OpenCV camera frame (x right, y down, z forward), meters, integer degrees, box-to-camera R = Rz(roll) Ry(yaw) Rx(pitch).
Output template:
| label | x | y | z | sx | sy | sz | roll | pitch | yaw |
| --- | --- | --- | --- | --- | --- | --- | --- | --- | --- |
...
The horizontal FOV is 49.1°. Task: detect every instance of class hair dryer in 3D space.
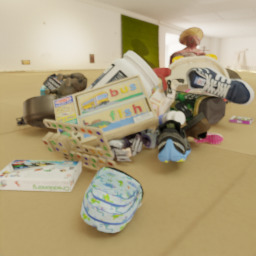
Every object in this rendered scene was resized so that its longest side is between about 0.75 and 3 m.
| label | x | y | z | sx | sy | sz | roll | pitch | yaw |
| --- | --- | --- | --- | --- | --- | --- | --- | --- | --- |
| hair dryer | 1.391 | -1.863 | 10.771 | 1.517 | 0.412 | 1.155 | 30 | 58 | 9 |

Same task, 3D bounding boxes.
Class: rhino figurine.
| label | x | y | z | sx | sy | sz | roll | pitch | yaw |
| --- | --- | --- | --- | --- | --- | --- | --- | --- | --- |
| rhino figurine | -2.486 | -1.241 | 10.584 | 1.146 | 0.783 | 2.620 | -11 | -18 | -49 |

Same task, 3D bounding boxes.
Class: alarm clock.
| label | x | y | z | sx | sy | sz | roll | pitch | yaw |
| --- | --- | --- | --- | --- | --- | --- | --- | --- | --- |
| alarm clock | -3.114 | -0.469 | 10.348 | 2.669 | 0.889 | 1.800 | -10 | -14 | 27 |

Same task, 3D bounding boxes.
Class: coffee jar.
| label | x | y | z | sx | sy | sz | roll | pitch | yaw |
| --- | --- | --- | --- | --- | --- | --- | --- | --- | --- |
| coffee jar | 2.754 | -0.905 | 12.037 | 1.387 | 1.135 | 2.659 | -14 | 21 | -36 |

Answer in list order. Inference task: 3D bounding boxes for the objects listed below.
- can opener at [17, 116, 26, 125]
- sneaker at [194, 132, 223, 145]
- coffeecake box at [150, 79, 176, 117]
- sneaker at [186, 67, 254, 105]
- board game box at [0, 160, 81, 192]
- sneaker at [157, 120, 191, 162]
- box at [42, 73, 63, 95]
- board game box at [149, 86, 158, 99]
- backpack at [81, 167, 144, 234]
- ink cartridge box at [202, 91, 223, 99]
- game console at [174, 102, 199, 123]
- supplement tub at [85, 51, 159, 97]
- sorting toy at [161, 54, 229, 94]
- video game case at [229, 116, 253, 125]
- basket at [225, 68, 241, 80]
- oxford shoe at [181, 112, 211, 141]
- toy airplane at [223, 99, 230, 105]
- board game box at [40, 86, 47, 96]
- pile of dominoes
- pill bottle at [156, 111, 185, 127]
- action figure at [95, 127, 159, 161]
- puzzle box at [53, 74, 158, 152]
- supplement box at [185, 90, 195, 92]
| label | x | y | z | sx | sy | sz | roll | pitch | yaw |
| --- | --- | --- | --- | --- | --- | --- | --- | --- | --- |
| can opener | -4.272 | -0.414 | 11.708 | 0.478 | 0.386 | 1.217 | -1 | 16 | -1 |
| sneaker | 2.623 | 0.299 | 9.130 | 0.910 | 0.370 | 0.401 | 6 | 18 | 18 |
| coffeecake box | 1.310 | -1.046 | 11.293 | 0.529 | 1.111 | 1.447 | 31 | 67 | 19 |
| sneaker | 3.344 | -1.596 | 10.687 | 1.441 | 0.931 | 2.656 | -6 | 34 | -33 |
| board game box | -2.024 | 1.070 | 6.440 | 1.707 | 0.295 | 1.078 | 1 | 15 | 4 |
| sneaker | 1.282 | 0.276 | 7.722 | 0.884 | 1.033 | 2.492 | 1 | 4 | 12 |
| box | -2.628 | -1.486 | 12.559 | 2.300 | 0.572 | 2.283 | 39 | 3 | -14 |
| board game box | 0.218 | -1.453 | 12.551 | 2.231 | 1.149 | 1.170 | -24 | 16 | 1 |
| backpack | -0.298 | 1.227 | 4.899 | 1.056 | 0.995 | 1.295 | 27 | 34 | 9 |
| ink cartridge box | 3.746 | -1.123 | 12.611 | 0.911 | 1.248 | 0.526 | 4 | 14 | 13 |
| game console | 2.356 | -0.511 | 10.778 | 0.787 | 0.161 | 1.334 | -29 | 70 | -34 |
| supplement tub | -0.342 | -1.255 | 9.940 | 2.552 | 1.791 | 1.791 | -44 | 21 | 0 |
| sorting toy | 3.169 | -2.095 | 13.370 | 2.866 | 1.531 | 2.580 | 0 | -25 | 14 |
| video game case | 4.786 | -0.327 | 11.841 | 0.827 | 0.148 | 0.749 | 10 | 18 | 32 |
| basket | 5.791 | -2.758 | 17.921 | 2.297 | 1.732 | 2.547 | 31 | 35 | 27 |
| oxford shoe | 2.060 | 0.145 | 8.801 | 0.622 | 0.722 | 1.712 | -37 | -7 | -14 |
| toy airplane | 4.187 | -1.421 | 15.148 | 2.674 | 0.492 | 2.674 | 2 | 10 | 0 |
| board game box | -4.036 | -1.387 | 13.747 | 0.364 | 1.171 | 1.551 | -4 | 16 | -12 |
| pile of dominoes | -1.200 | 0.529 | 6.622 | 1.902 | 1.482 | 0.303 | 9 | 46 | 32 |
| pill bottle | 1.300 | -0.219 | 8.665 | 0.534 | 0.534 | 0.952 | -10 | -4 | -32 |
| action figure | -0.016 | 0.387 | 8.090 | 1.493 | 0.796 | 2.294 | 19 | 27 | 36 |
| puzzle box | -0.730 | -0.468 | 8.328 | 2.860 | 0.364 | 1.903 | -18 | 54 | -1 |
| supplement box | 3.014 | -2.036 | 16.430 | 1.019 | 1.041 | 2.014 | 12 | 18 | 41 |
